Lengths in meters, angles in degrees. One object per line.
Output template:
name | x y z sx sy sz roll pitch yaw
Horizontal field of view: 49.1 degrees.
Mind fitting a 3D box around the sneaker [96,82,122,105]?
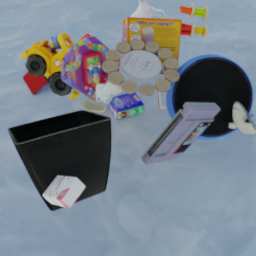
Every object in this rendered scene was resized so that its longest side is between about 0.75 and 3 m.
sneaker | -0.610 -1.084 9.031 0.573 0.674 1.522 12 -3 -29

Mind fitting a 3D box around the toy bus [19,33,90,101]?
toy bus | -2.397 -2.756 10.821 2.603 2.499 1.766 38 20 -12

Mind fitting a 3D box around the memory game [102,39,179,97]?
memory game | 0.403 -1.873 8.516 2.407 0.153 2.407 3 56 -4

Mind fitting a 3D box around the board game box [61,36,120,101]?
board game box | -1.159 -2.028 10.086 0.477 2.448 1.934 38 93 42

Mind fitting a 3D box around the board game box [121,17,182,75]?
board game box | 0.738 -2.971 10.218 1.843 1.841 1.841 0 18 -7

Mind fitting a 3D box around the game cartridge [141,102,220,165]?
game cartridge | 1.479 0.197 7.869 1.451 2.239 0.430 0 47 -40

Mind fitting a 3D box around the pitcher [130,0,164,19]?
pitcher | 0.639 -4.264 11.647 1.486 1.732 1.050 12 29 -32

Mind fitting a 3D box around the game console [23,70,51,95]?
game console | -4.358 -2.526 14.681 1.615 1.112 1.874 4 34 -43

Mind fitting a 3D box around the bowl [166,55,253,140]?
bowl | 2.644 -0.970 9.059 2.801 2.801 0.550 0 6 0

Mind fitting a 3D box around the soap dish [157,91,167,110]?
soap dish | 1.741 -1.203 10.257 1.305 1.027 0.530 -4 22 7

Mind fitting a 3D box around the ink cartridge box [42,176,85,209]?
ink cartridge box | -1.341 1.311 5.802 0.763 0.316 0.559 -5 41 45

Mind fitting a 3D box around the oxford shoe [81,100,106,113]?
oxford shoe | -1.579 -0.986 13.001 1.358 0.510 0.392 14 5 24

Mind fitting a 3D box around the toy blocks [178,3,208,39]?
toy blocks | 2.588 -4.838 12.552 1.874 0.681 1.562 3 84 -9

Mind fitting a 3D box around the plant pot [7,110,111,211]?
plant pot | -1.638 0.785 7.136 2.151 1.908 2.146 -16 15 -25

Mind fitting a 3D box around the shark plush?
shark plush | 3.764 -0.177 8.561 1.617 0.735 0.674 23 65 -20

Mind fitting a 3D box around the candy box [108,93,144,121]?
candy box | -0.098 -1.026 12.911 1.360 0.524 1.150 -17 46 -15
